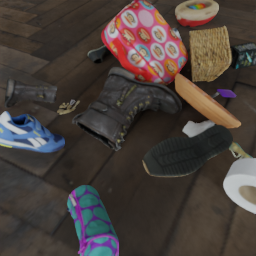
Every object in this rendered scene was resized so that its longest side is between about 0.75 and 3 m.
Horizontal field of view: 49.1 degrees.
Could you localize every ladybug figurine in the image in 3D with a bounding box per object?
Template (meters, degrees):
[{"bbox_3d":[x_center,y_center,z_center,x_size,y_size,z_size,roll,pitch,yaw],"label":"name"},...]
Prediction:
[{"bbox_3d":[3.348,-5.645,13.837,2.452,0.882,1.664,-23,50,-21],"label":"ladybug figurine"}]

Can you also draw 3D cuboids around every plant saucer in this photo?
[{"bbox_3d":[2.318,-0.756,8.499,2.405,0.450,2.405,35,17,-13],"label":"plant saucer"}]

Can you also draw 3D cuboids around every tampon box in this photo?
[{"bbox_3d":[4.631,-2.896,11.219,0.984,0.738,0.621,-12,47,-12],"label":"tampon box"}]

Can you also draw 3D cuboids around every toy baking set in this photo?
[{"bbox_3d":[-1.967,-0.706,9.233,0.781,0.091,0.599,-15,43,4],"label":"toy baking set"}]

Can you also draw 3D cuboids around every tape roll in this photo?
[{"bbox_3d":[3.001,1.387,6.430,1.497,1.497,0.523,25,57,23],"label":"tape roll"}]

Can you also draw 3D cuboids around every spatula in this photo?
[{"bbox_3d":[2.818,-1.074,9.705,1.903,0.196,0.538,-12,38,-7],"label":"spatula"}]

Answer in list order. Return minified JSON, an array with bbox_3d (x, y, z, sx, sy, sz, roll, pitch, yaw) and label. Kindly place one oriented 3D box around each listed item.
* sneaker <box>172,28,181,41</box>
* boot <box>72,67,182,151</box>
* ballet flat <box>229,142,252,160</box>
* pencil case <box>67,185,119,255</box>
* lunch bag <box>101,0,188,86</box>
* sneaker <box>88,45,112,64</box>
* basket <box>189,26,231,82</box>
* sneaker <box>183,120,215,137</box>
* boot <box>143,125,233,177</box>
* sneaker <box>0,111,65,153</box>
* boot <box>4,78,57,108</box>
[{"bbox_3d":[1.061,-3.518,11.401,2.140,0.757,0.781,-12,31,18],"label":"sneaker"},{"bbox_3d":[0.041,-0.385,8.669,2.872,0.994,2.500,24,62,1],"label":"boot"},{"bbox_3d":[3.130,0.747,7.744,0.892,0.315,0.315,39,47,-13],"label":"ballet flat"},{"bbox_3d":[-0.790,1.975,5.829,0.776,0.843,1.825,-53,29,4],"label":"pencil case"},{"bbox_3d":[0.587,-2.772,9.802,2.940,1.204,2.590,47,53,-14],"label":"lunch bag"},{"bbox_3d":[-1.018,-3.020,11.626,1.166,0.436,0.619,-24,56,-12],"label":"sneaker"},{"bbox_3d":[3.018,-2.655,10.455,1.348,1.292,1.810,-4,61,10],"label":"basket"},{"bbox_3d":[2.185,-0.086,8.683,1.073,0.395,0.620,-32,56,-26],"label":"sneaker"},{"bbox_3d":[1.283,0.805,6.977,2.307,1.596,0.893,-13,72,-21],"label":"boot"},{"bbox_3d":[-2.572,0.125,7.599,2.078,0.855,0.768,14,11,-45],"label":"sneaker"},{"bbox_3d":[-3.108,-0.992,9.009,1.531,1.758,0.609,7,73,-24],"label":"boot"}]
